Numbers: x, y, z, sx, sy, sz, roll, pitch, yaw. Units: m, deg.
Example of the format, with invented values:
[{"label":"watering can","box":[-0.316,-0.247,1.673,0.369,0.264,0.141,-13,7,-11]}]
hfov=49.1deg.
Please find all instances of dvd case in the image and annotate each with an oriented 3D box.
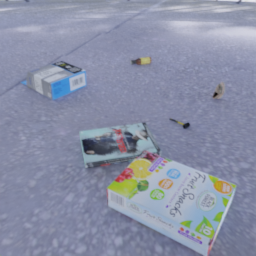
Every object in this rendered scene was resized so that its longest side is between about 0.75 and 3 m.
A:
[{"label":"dvd case","box":[-0.347,0.543,9.958,2.591,0.285,1.892,-6,34,-12]}]

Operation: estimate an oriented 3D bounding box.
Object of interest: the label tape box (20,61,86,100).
[{"label":"label tape box","box":[-3.833,-2.574,14.048,2.898,0.917,2.090,27,42,33]}]

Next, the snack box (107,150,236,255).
[{"label":"snack box","box":[1.155,1.823,7.598,2.872,0.761,2.042,20,39,27]}]

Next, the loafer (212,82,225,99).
[{"label":"loafer","box":[4.053,-1.622,12.549,0.385,1.226,0.441,-14,68,3]}]

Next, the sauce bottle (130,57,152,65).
[{"label":"sauce bottle","box":[0.753,-3.947,16.564,1.253,0.414,0.414,-10,35,-16]}]

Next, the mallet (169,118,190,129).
[{"label":"mallet","box":[2.069,-0.228,11.237,0.303,0.190,0.921,-23,36,-29]}]
